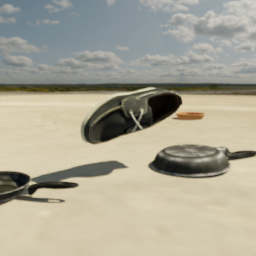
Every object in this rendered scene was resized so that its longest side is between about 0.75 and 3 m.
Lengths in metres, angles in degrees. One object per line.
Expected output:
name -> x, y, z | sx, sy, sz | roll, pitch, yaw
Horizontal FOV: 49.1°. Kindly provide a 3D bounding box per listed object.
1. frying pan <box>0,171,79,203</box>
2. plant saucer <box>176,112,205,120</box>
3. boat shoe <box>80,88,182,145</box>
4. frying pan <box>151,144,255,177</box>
frying pan -> -1.787, 0.925, 4.572 | 1.865, 0.304, 1.128 | 0, 9, -15
plant saucer -> 3.229, -0.624, 14.553 | 1.502, 0.281, 1.502 | 0, 8, 0
boat shoe -> 0.117, -0.284, 5.756 | 2.365, 0.849, 0.800 | -24, 29, -33
frying pan -> 1.899, 0.651, 6.141 | 2.801, 0.456, 1.695 | -4, 10, -3
